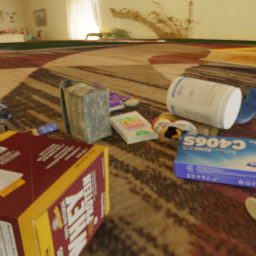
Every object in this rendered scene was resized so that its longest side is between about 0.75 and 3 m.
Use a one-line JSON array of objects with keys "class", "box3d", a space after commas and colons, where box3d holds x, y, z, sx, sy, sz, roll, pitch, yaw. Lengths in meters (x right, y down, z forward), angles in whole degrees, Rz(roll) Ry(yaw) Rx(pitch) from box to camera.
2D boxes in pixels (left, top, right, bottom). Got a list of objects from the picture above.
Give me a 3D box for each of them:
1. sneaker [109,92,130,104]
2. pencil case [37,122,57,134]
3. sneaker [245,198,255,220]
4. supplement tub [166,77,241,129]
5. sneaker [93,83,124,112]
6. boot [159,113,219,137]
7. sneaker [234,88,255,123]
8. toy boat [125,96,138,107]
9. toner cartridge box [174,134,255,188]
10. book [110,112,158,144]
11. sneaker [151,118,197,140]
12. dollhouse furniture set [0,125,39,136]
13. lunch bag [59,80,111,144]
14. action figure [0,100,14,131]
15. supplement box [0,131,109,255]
[{"class": "sneaker", "box3d": [-0.607, -1.584, 14.785, 1.479, 0.617, 0.596, 0, 23, -1]}, {"class": "pencil case", "box3d": [-3.273, 0.023, 11.338, 0.317, 0.353, 0.813, 42, 40, 22]}, {"class": "sneaker", "box3d": [3.185, 2.018, 6.491, 0.397, 0.392, 1.000, 4, 28, -25]}, {"class": "supplement tub", "box3d": [2.809, -0.991, 10.604, 2.379, 1.569, 1.569, 21, 30, 34]}, {"class": "sneaker", "box3d": [-1.426, -1.542, 13.793, 2.896, 1.208, 1.168, 24, 27, 36]}, {"class": "boot", "box3d": [2.598, -0.352, 11.684, 2.353, 0.778, 2.061, 9, 25, 22]}, {"class": "sneaker", "box3d": [5.327, -0.802, 12.654, 0.878, 0.975, 2.503, 30, 51, 22]}, {"class": "toy boat", "box3d": [0.284, -1.326, 14.473, 0.716, 0.396, 0.852, 1, 32, 32]}, {"class": "toner cartridge box", "box3d": [2.926, 0.922, 8.145, 2.955, 0.638, 1.404, 4, 37, 20]}, {"class": "book", "box3d": [0.169, -0.004, 11.340, 1.294, 0.465, 1.936, -11, 29, -22]}, {"class": "sneaker", "box3d": [1.771, 0.174, 10.267, 1.902, 0.740, 0.781, 5, 27, -28]}, {"class": "dollhouse furniture set", "box3d": [-4.266, -0.122, 8.883, 2.446, 1.993, 2.327, -15, 12, -19]}, {"class": "lunch bag", "box3d": [-1.901, -0.752, 11.056, 1.402, 1.956, 2.385, -22, 31, -38]}, {"class": "action figure", "box3d": [-5.438, -0.586, 11.387, 1.085, 1.263, 2.126, 31, -4, -40]}, {"class": "supplement box", "box3d": [-2.149, 1.520, 5.845, 2.716, 1.803, 2.679, 8, 24, 18]}]
